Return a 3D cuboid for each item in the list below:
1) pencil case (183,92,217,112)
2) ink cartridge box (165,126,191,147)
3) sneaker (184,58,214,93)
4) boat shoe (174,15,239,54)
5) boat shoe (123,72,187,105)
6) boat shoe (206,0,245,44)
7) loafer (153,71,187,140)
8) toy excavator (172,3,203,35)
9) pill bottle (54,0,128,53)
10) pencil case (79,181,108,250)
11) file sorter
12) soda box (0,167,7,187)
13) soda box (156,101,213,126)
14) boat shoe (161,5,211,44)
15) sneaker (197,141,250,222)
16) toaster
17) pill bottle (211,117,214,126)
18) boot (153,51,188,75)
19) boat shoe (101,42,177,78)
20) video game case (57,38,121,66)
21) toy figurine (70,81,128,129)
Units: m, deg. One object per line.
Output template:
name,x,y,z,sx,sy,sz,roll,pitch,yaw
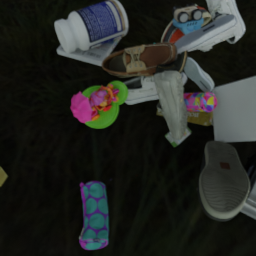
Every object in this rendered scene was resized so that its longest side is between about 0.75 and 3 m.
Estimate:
pencil case,1.867,-0.719,7.859,0.581,0.581,1.315,-30,16,-20
ink cartridge box,1.636,0.152,8.819,0.904,0.268,0.469,-37,84,-26
sneaker,1.948,-1.472,7.799,1.147,0.419,0.406,54,37,1
boat shoe,2.378,-2.683,8.629,2.034,0.665,0.748,-19,39,25
boat shoe,0.692,-1.397,9.104,2.371,0.775,0.872,-17,42,29
boat shoe,2.928,-3.622,8.694,2.130,0.784,0.696,49,58,-15
loafer,1.169,-0.583,7.685,0.726,2.079,0.727,6,35,31
toy excavator,2.548,-3.906,10.963,1.642,1.689,0.844,-13,43,-6
pill bottle,-1.428,-3.917,10.925,2.574,1.489,1.489,-26,58,-18
pencil case,-0.891,2.206,7.170,0.737,0.678,1.594,14,48,-25
file sorter,3.515,-0.435,7.276,1.391,2.234,1.550,1,85,-29
soda box,-4.754,1.138,7.884,2.414,0.818,0.773,15,55,11
soda box,1.814,-0.522,8.913,1.697,0.575,0.543,14,10,26
boat shoe,2.448,-4.249,11.839,0.871,0.991,2.783,40,64,14
sneaker,2.129,1.538,6.587,1.024,1.454,2.738,10,26,15
toaster,3.341,1.465,6.955,1.081,1.647,1.821,28,75,16
pill bottle,3.044,-0.220,9.017,0.628,0.628,1.108,-31,60,-21
boot,1.138,-1.699,7.599,0.717,1.036,0.401,17,46,-3
boat shoe,0.255,-1.996,8.479,2.594,0.982,0.931,-6,1,41
video game case,-1.445,-3.823,11.939,2.018,0.254,2.818,18,56,13
toy figurine,-0.906,-0.706,8.031,1.794,1.652,1.347,-35,89,11
